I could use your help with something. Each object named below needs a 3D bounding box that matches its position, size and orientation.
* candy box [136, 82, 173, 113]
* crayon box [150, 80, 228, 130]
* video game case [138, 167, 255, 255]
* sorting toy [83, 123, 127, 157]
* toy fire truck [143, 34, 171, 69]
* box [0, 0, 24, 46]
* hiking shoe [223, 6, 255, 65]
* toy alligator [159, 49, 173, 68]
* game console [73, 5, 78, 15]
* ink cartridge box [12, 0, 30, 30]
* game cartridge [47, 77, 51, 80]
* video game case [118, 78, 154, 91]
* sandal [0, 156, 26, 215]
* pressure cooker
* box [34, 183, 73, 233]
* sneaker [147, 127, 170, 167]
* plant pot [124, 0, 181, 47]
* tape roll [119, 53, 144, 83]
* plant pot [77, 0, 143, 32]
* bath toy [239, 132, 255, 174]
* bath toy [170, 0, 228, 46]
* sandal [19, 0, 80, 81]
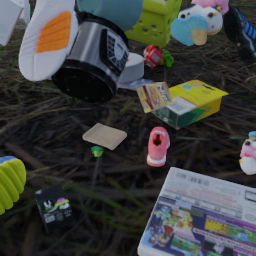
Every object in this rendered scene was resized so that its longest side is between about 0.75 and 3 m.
[{"bbox_3d":[0.604,-0.682,6.079,0.260,0.543,0.941,-19,0,37],"label":"candy box"},{"bbox_3d":[1.994,-0.862,9.330,2.323,0.590,1.475,-22,40,-28],"label":"crayon box"},{"bbox_3d":[1.780,1.904,5.536,2.564,0.295,2.336,14,36,18],"label":"video game case"},{"bbox_3d":[-0.759,0.353,7.897,0.983,0.196,1.330,21,36,20],"label":"sorting toy"},{"bbox_3d":[1.417,-3.738,12.736,0.545,1.578,2.237,36,29,-19],"label":"toy fire truck"},{"bbox_3d":[-2.920,-2.531,6.589,0.524,0.986,0.751,26,13,-25],"label":"box"},{"bbox_3d":[3.050,-2.469,7.349,0.689,1.589,0.591,-30,9,-22],"label":"hiking shoe"},{"bbox_3d":[1.661,-3.457,13.193,0.611,0.559,2.059,-6,35,-9],"label":"toy alligator"},{"bbox_3d":[-1.858,-3.335,9.159,0.969,0.641,1.101,-33,75,10],"label":"game console"},{"bbox_3d":[-3.498,-3.765,9.077,0.464,0.800,1.104,4,1,-11],"label":"ink cartridge box"},{"bbox_3d":[-3.002,-2.537,12.081,1.181,0.350,1.823,7,35,18],"label":"game cartridge"},{"bbox_3d":[0.266,-1.757,11.083,1.295,0.123,0.925,15,37,20],"label":"video game case"},{"bbox_3d":[-3.325,1.478,5.472,1.276,1.165,2.931,14,35,27],"label":"sandal"},{"bbox_3d":[-0.722,-1.459,5.652,1.398,1.377,1.565,18,66,-5],"label":"pressure cooker"},{"bbox_3d":[-1.532,1.625,5.770,0.565,0.473,0.760,-17,38,-23],"label":"box"},{"bbox_3d":[0.853,0.323,7.511,0.577,0.679,1.566,5,34,7],"label":"sneaker"},{"bbox_3d":[0.666,-4.574,9.806,2.317,2.103,2.306,18,78,5],"label":"plant pot"},{"bbox_3d":[-0.365,-2.527,11.604,2.027,0.670,2.027,-2,31,1],"label":"tape roll"},{"bbox_3d":[-0.597,-3.120,6.864,1.611,1.611,1.085,23,33,30],"label":"plant pot"},{"bbox_3d":[3.186,0.627,7.219,0.611,0.519,1.405,-18,17,41],"label":"bath toy"},{"bbox_3d":[1.920,-2.922,6.665,1.033,0.878,2.377,31,59,4],"label":"bath toy"},{"bbox_3d":[-1.083,-1.628,4.420,0.774,0.579,2.019,7,79,17],"label":"sandal"}]
